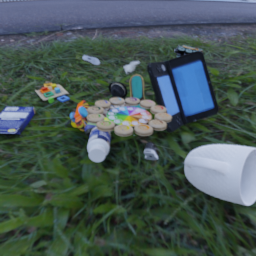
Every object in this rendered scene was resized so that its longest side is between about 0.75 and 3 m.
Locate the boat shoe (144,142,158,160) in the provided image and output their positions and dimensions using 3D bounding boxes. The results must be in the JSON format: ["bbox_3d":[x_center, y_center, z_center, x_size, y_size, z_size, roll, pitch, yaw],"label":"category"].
[{"bbox_3d":[0.661,0.686,8.235,0.395,1.128,0.374,3,72,15],"label":"boat shoe"}]

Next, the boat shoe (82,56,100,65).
[{"bbox_3d":[-1.701,-3.102,13.005,0.868,0.303,0.288,18,-7,8],"label":"boat shoe"}]

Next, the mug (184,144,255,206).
[{"bbox_3d":[2.438,1.144,7.775,1.832,1.543,2.090,6,-11,45],"label":"mug"}]

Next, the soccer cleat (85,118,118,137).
[{"bbox_3d":[-0.669,-0.193,10.318,1.999,0.646,0.836,-16,41,10],"label":"soccer cleat"}]

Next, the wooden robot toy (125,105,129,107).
[{"bbox_3d":[0.218,-0.726,10.536,0.621,0.639,1.409,18,17,5],"label":"wooden robot toy"}]

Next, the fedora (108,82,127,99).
[{"bbox_3d":[-0.501,-1.601,12.643,0.964,0.964,0.440,7,47,11],"label":"fedora"}]

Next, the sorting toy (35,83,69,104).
[{"bbox_3d":[-3.863,-1.874,14.105,1.376,0.333,2.444,-19,36,-27],"label":"sorting toy"}]

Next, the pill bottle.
[{"bbox_3d":[-0.982,0.557,9.423,0.726,0.726,1.308,0,30,0],"label":"pill bottle"}]

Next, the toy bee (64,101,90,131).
[{"bbox_3d":[-1.822,-0.250,10.965,1.214,1.008,1.854,-20,27,42],"label":"toy bee"}]

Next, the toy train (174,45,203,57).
[{"bbox_3d":[2.591,-3.189,11.900,1.209,0.515,0.689,17,41,13],"label":"toy train"}]

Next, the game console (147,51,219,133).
[{"bbox_3d":[2.124,-1.416,10.548,1.533,2.634,2.317,-15,5,32],"label":"game console"}]

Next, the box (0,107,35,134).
[{"bbox_3d":[-4.801,-0.244,11.481,1.278,0.342,2.110,2,31,3],"label":"box"}]

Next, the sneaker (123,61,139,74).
[{"bbox_3d":[0.183,-2.601,12.004,0.335,0.392,0.899,-16,-3,-41],"label":"sneaker"}]

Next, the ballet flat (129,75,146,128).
[{"bbox_3d":[0.333,-0.906,9.596,0.617,1.798,0.567,3,5,3],"label":"ballet flat"}]

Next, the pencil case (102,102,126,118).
[{"bbox_3d":[-0.419,-0.654,9.915,0.559,0.487,1.251,6,13,32],"label":"pencil case"}]

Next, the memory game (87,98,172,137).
[{"bbox_3d":[0.019,-0.360,7.301,2.241,0.143,2.241,2,27,-1],"label":"memory game"}]
